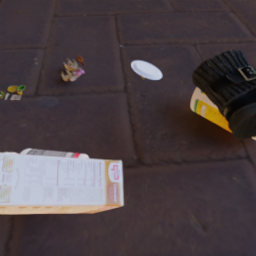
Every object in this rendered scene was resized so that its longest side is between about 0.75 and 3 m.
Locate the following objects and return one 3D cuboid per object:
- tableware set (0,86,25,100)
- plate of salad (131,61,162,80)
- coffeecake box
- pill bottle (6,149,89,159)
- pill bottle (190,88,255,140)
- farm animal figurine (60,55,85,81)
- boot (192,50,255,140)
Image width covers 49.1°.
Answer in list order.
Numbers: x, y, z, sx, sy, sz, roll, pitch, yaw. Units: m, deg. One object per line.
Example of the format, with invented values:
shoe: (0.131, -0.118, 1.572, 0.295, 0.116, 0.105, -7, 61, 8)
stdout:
tableware set: (-4.829, -1.473, 11.239, 1.265, 0.194, 0.852, 2, 47, 3)
plate of salad: (0.453, -1.426, 7.067, 0.831, 0.200, 0.831, 15, 38, -12)
coffeecake box: (-1.460, 1.105, 5.105, 2.260, 1.735, 0.826, 7, 67, -24)
pill bottle: (-2.378, 1.299, 7.890, 2.412, 1.335, 1.335, 6, 48, 4)
pill bottle: (3.584, -0.649, 9.619, 2.571, 1.450, 1.450, 34, 56, 28)
farm animal figurine: (-2.262, -2.375, 11.846, 1.032, 0.643, 1.278, -13, 49, 14)
boot: (3.397, -1.008, 7.034, 3.072, 1.156, 2.296, -7, 45, -13)
